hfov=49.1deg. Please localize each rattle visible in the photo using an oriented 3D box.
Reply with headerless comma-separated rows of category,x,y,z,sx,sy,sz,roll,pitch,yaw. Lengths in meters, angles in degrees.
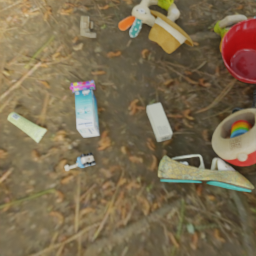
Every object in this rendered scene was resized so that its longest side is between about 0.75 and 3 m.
rattle,0.981,-4.998,11.426,2.655,1.897,1.729,-20,88,-19
rattle,4.530,-3.758,11.322,1.957,1.274,1.398,-1,60,-32

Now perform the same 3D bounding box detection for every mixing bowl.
mixing bowl,4.550,-2.596,10.274,2.417,1.309,2.417,-2,78,7

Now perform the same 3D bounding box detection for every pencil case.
pencil case,-1.681,-1.526,10.399,0.912,0.403,0.403,-10,63,-4

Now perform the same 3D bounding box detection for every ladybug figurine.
ladybug figurine,3.345,0.307,8.105,0.906,1.710,2.518,58,36,-14

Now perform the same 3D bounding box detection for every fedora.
fedora,1.458,-3.532,10.777,2.285,2.285,0.932,43,106,19

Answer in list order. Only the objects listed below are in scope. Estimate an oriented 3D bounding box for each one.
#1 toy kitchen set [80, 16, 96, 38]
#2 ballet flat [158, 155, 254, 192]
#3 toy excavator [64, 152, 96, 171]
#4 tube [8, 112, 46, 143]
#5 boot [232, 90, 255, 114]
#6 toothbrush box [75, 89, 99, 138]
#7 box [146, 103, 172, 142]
toy kitchen set,-1.519,-4.152,11.517,0.677,0.750,0.612,27,32,37
ballet flat,2.368,1.321,8.543,2.878,1.017,1.017,6,63,6
toy excavator,-1.553,1.158,9.016,0.770,0.792,0.396,-6,67,-44
tube,-3.509,-0.049,9.665,1.354,0.393,0.351,31,34,8
boot,4.455,-0.758,9.887,1.618,0.560,1.409,23,63,-9
toothbrush box,-1.367,-0.469,9.379,0.583,1.001,1.367,-8,73,1
box,1.062,-0.199,9.679,0.523,0.435,1.273,-13,63,-6
